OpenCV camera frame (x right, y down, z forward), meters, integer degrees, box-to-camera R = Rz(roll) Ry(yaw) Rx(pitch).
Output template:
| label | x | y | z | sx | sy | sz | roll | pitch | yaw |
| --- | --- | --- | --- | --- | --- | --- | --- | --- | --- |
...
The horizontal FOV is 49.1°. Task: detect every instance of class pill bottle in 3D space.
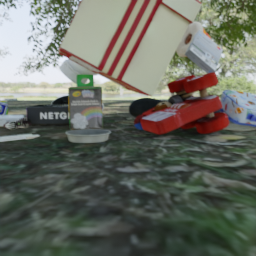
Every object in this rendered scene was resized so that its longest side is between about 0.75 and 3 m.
| label | x | y | z | sx | sy | sz | roll | pitch | yaw |
| --- | --- | --- | --- | --- | --- | --- | --- | --- | --- |
| pill bottle | -1.217 | -2.755 | 9.775 | 1.433 | 2.573 | 1.433 | 39 | 13 | -11 |

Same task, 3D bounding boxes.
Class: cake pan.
| label | x | y | z | sx | sy | sz | roll | pitch | yaw |
| --- | --- | --- | --- | --- | --- | --- | --- | --- | --- |
| cake pan | -0.983 | 0.194 | 6.921 | 1.112 | 0.204 | 1.112 | 0 | 7 | 0 |

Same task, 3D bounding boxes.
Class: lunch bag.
| label | x | y | z | sx | sy | sz | roll | pitch | yaw |
| --- | --- | --- | --- | --- | --- | --- | --- | --- | --- |
| lunch bag | 3.837 | -0.521 | 8.732 | 1.954 | 0.738 | 1.565 | 6 | 29 | -11 |

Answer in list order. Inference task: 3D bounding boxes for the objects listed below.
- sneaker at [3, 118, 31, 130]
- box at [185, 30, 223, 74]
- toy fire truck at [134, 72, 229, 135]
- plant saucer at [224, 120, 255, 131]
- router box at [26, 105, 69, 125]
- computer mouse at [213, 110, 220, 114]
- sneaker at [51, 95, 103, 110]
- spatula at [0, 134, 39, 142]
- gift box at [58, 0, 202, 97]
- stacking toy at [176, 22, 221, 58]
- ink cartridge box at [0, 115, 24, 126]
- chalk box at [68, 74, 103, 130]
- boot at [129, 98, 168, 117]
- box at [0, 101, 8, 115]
| label | x | y | z | sx | sy | sz | roll | pitch | yaw |
| --- | --- | --- | --- | --- | --- | --- | --- | --- | --- |
| sneaker | -3.679 | -0.152 | 9.202 | 0.524 | 0.343 | 0.907 | 1 | 8 | 32 |
| box | 2.443 | -2.418 | 8.941 | 0.281 | 1.065 | 1.366 | -43 | 14 | 50 |
| toy fire truck | 1.375 | -0.511 | 8.255 | 2.324 | 1.552 | 2.768 | -21 | 11 | -12 |
| plant saucer | 3.551 | -0.142 | 9.206 | 1.251 | 0.314 | 1.251 | 0 | 8 | 0 |
| router box | -2.367 | -0.552 | 10.889 | 2.683 | 0.685 | 2.001 | -1 | 7 | -6 |
| computer mouse | 4.758 | -0.599 | 12.583 | 2.231 | 0.380 | 0.654 | 4 | 7 | 25 |
| sneaker | -2.765 | -1.209 | 14.711 | 2.840 | 1.038 | 1.589 | 1 | 6 | 0 |
| spatula | -2.853 | 0.235 | 7.122 | 1.027 | 0.083 | 0.714 | -5 | 10 | -37 |
| gift box | -0.238 | -2.680 | 7.179 | 2.734 | 2.766 | 2.963 | 25 | 6 | -23 |
| stacking toy | 2.832 | -3.046 | 10.583 | 1.821 | 1.330 | 1.330 | 16 | -2 | -30 |
| ink cartridge box | -4.556 | -0.255 | 10.051 | 1.509 | 0.333 | 1.537 | -2 | 5 | -17 |
| chalk box | -1.399 | -0.871 | 9.222 | 1.080 | 1.736 | 1.075 | -1 | 7 | -8 |
| boot | 1.241 | -0.641 | 11.227 | 2.373 | 0.945 | 2.880 | -2 | 12 | -1 |
| box | -6.332 | -0.675 | 11.322 | 0.913 | 0.838 | 2.607 | 7 | 10 | 44 |
